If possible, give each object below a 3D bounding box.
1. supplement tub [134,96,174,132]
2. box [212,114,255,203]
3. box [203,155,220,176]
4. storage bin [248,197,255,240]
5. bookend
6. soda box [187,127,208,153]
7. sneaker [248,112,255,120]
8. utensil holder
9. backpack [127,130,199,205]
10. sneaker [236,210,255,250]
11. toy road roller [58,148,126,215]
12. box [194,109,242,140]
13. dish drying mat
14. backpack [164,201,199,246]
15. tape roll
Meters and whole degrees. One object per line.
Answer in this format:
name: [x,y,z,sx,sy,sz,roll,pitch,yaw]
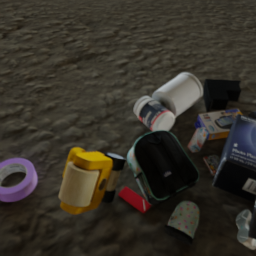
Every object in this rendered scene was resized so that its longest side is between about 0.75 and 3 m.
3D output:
supplement tub: [1.112,-0.554,12.217,1.142,1.142,1.627,-26,49,-25]
box: [4.723,1.169,9.970,2.622,1.616,2.600,20,46,14]
box: [3.354,1.440,10.852,0.570,0.166,0.833,-10,45,-10]
storage bin: [4.056,2.242,7.954,0.853,1.820,1.230,12,9,25]
bookend: [4.605,-1.497,13.446,1.757,0.809,1.746,2,45,2]
soda box: [2.847,0.476,11.382,0.390,0.363,1.141,-19,27,49]
sneaker: [6.224,-0.034,12.145,0.855,0.731,2.085,-8,41,-38]
utensil holder: [2.227,-1.451,12.879,1.851,1.573,1.573,-34,53,-28]
backpack: [1.052,1.290,9.688,1.961,1.710,2.231,-23,79,-19]
sneaker: [3.769,3.203,8.852,0.572,0.502,1.427,44,35,-7]
toy road roller: [-1.487,1.496,9.115,1.948,1.640,2.669,20,6,25]
box: [4.091,-0.164,12.349,2.191,0.454,1.304,-7,44,-9]
dish drying mat: [0.221,2.502,9.780,1.165,0.106,0.447,30,56,27]
backpack: [1.787,2.898,8.746,0.992,0.753,1.189,25,66,11]
tape roll: [-4.160,1.865,10.159,1.590,0.522,1.590,0,43,0]
